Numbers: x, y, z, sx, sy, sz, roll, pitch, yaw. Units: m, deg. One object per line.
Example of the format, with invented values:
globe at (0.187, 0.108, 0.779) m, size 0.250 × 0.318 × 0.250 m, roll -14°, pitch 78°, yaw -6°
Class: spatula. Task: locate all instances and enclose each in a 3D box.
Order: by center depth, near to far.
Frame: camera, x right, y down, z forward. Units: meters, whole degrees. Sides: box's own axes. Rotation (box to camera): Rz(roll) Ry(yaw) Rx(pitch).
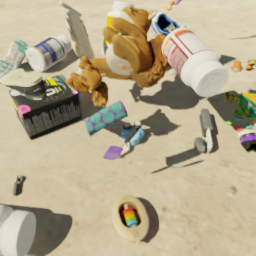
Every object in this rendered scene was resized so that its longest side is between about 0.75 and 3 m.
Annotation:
spatula at (-0.132, 0.411, 7.501) m, size 0.472 × 1.670 × 0.172 m, roll 13°, pitch 51°, yaw -29°

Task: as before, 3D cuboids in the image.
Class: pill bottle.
pill bottle at (-3.986, 2.767, 7.618) m, size 2.580 × 1.414 × 1.414 m, roll 5°, pitch 44°, yaw 5°
pill bottle at (2.105, -2.119, 9.013) m, size 1.279 × 1.279 × 2.334 m, roll -13°, pitch 49°, yaw -14°
pill bottle at (-0.388, -4.262, 12.389) m, size 1.267 × 2.319 × 1.267 m, roll 10°, pitch 18°, yaw -3°
pill bottle at (-4.140, -4.059, 14.930) m, size 1.308 × 1.308 × 2.356 m, roll 23°, pitch 48°, yaw 22°

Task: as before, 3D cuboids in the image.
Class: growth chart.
growth chart at (-1.894, -3.528, 10.822) m, size 0.243 × 2.738 × 1.981 m, roll -19°, pitch -4°, yaw 17°

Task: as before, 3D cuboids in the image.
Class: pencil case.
pencil case at (-0.565, -0.242, 6.991) m, size 1.118 × 0.517 × 0.476 m, roll -28°, pitch 88°, yaw -1°

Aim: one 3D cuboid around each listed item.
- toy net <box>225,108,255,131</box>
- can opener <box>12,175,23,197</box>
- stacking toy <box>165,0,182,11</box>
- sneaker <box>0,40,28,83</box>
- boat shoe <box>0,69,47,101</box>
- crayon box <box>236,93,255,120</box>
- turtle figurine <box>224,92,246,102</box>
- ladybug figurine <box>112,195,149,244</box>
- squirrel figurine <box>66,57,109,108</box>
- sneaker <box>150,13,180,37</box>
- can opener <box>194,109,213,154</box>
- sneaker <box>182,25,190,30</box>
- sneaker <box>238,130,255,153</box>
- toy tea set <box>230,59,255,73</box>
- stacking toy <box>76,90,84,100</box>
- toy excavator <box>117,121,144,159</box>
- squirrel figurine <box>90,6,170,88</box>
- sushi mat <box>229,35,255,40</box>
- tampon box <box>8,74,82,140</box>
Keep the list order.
toy net at (5.015, -0.082, 11.404) m, size 1.916 × 0.370 × 1.005 m, roll 34°, pitch 52°, yaw 30°
can opener at (-3.699, 1.915, 9.413) m, size 0.263 × 0.210 × 0.787 m, roll -8°, pitch 45°, yaw -7°
stacking toy at (1.893, -5.195, 11.096) m, size 1.400 × 0.813 × 0.768 m, roll -55°, pitch 26°, yaw -13°
sneaker at (-6.013, -3.245, 14.413) m, size 1.005 × 1.182 × 2.591 m, roll 34°, pitch 70°, yaw -8°
boat shoe at (-3.005, -1.211, 7.983) m, size 2.069 × 0.699 × 0.743 m, roll 19°, pitch 54°, yaw 41°
crayon box at (5.700, -0.858, 11.803) m, size 1.894 × 0.552 × 1.125 m, roll 4°, pitch 41°, yaw -16°
turtle figurine at (4.998, -1.308, 12.619) m, size 1.210 × 0.483 × 1.501 m, roll 9°, pitch 44°, yaw 9°
ladybug figurine at (0.071, 2.733, 8.290) m, size 1.038 × 0.550 × 1.530 m, roll -9°, pitch 44°, yaw -10°
squirrel figurine at (-1.015, -1.353, 8.446) m, size 1.032 × 1.459 × 1.362 m, roll -49°, pitch 26°, yaw -9°
sneaker at (1.987, -4.030, 12.473) m, size 2.639 × 1.085 × 0.976 m, roll 43°, pitch 85°, yaw -4°
can opener at (2.934, 0.077, 11.080) m, size 0.748 × 0.597 × 2.236 m, roll 4°, pitch 42°, yaw 2°
sneaker at (3.237, -5.348, 16.531) m, size 0.888 × 0.984 × 2.402 m, roll 5°, pitch 43°, yaw 6°
sneaker at (5.222, 0.625, 10.502) m, size 1.997 × 0.694 × 0.993 m, roll -1°, pitch 48°, yaw 5°
toy tea set at (4.775, -2.363, 11.186) m, size 1.324 × 0.787 × 0.490 m, roll 3°, pitch 77°, yaw 41°
stacking toy at (-2.250, -1.869, 13.192) m, size 0.726 × 0.687 × 1.251 m, roll 9°, pitch 33°, yaw 22°
toy excavator at (0.008, 0.485, 10.682) m, size 1.311 × 0.673 × 1.348 m, roll -6°, pitch 53°, yaw -5°
squirrel figurine at (0.456, -3.133, 10.636) m, size 2.975 × 2.106 × 2.777 m, roll 28°, pitch 60°, yaw -15°
sushi mat at (4.343, -3.300, 10.198) m, size 0.670 × 0.085 × 1.400 m, roll -5°, pitch 15°, yaw -11°
tampon box at (-3.353, -0.909, 11.491) m, size 2.306 × 1.456 × 1.728 m, roll -25°, pitch 49°, yaw -24°
